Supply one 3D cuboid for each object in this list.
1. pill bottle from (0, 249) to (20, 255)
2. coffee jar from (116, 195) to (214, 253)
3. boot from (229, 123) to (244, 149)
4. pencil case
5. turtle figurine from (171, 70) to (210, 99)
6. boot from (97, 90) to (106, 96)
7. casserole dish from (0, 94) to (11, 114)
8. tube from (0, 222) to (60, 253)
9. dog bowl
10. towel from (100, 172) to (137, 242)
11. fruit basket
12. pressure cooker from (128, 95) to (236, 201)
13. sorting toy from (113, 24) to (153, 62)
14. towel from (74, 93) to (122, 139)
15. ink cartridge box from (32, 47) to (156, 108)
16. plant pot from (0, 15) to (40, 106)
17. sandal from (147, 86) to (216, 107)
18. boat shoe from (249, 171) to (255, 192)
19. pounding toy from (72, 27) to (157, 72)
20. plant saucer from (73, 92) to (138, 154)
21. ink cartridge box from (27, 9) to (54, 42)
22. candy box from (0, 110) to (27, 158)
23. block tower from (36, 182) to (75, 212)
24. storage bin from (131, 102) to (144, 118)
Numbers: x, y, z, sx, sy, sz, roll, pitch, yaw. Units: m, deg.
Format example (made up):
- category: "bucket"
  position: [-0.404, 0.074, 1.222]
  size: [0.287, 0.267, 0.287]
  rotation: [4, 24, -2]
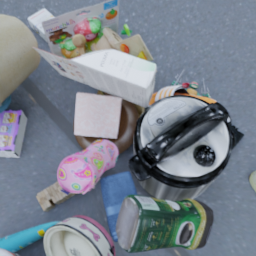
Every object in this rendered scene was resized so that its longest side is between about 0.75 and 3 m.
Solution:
- category: "pill bottle"
  position: [-2.719, 3.499, 6.038]
  size: [1.482, 2.602, 1.482]
  rotation: [2, 61, -4]
- category: "coffee jar"
  position: [0.763, 1.858, 5.461]
  size: [1.880, 0.802, 0.980]
  rotation: [12, 99, -28]
- category: "boot"
  position: [3.274, 0.253, 8.968]
  size: [0.658, 0.297, 0.803]
  rotation: [39, 63, 15]
- category: "pencil case"
  position: [-0.830, 0.819, 6.278]
  size: [0.858, 1.963, 0.858]
  rotation: [2, 99, 12]
- category: "turtle figurine"
  position: [2.053, -0.995, 9.272]
  size: [1.299, 0.874, 1.736]
  rotation: [12, 79, 21]
- category: "boot"
  position: [-1.034, -0.576, 8.430]
  size: [1.020, 0.337, 0.893]
  rotation: [-33, 66, 5]
- category: "casserole dish"
  position: [-4.802, -0.608, 8.600]
  size: [1.636, 0.524, 2.701]
  rotation: [39, 69, 20]
- category: "tube"
  position: [-2.617, 2.853, 7.361]
  size: [1.925, 0.745, 0.485]
  rotation: [-22, 77, -7]
- category: "dog bowl"
  position: [-0.968, 2.560, 5.845]
  size: [1.600, 1.600, 0.590]
  rotation: [33, 32, 15]
- category: "towel"
  position: [-0.134, 1.726, 6.212]
  size: [0.785, 0.341, 1.407]
  rotation: [-9, 67, -14]
- category: "fruit basket"
  position: [-1.380, -2.914, 9.239]
  size: [2.448, 2.643, 1.239]
  rotation: [-23, 80, -12]
- category: "pressure cooker"
  position: [1.376, 0.523, 7.417]
  size: [2.535, 2.838, 2.496]
  rotation: [12, 65, 6]
- category: "sorting toy"
  position: [0.030, -2.011, 6.953]
  size: [0.839, 1.135, 0.167]
  rotation: [-6, 46, 37]
- category: "towel"
  position: [-0.880, -0.340, 8.093]
  size: [1.305, 0.210, 1.247]
  rotation: [6, 102, 0]
- category: "ink cartridge box"
  position: [-0.692, -1.463, 7.259]
  size: [2.803, 2.255, 0.702]
  rotation: [23, 85, 6]
- category: "plant pot"
  position: [-3.898, -1.831, 7.663]
  size: [2.737, 2.737, 2.506]
  rotation: [24, 46, 11]
- category: "sandal"
  position: [1.602, -0.946, 8.551]
  size: [2.283, 0.654, 0.875]
  rotation: [9, 52, 28]
- category: "boat shoe"
  position: [4.284, 2.061, 7.857]
  size: [0.773, 0.693, 2.088]
  rotation: [-31, 68, -14]
- category: "pounding toy"
  position: [-0.565, -2.059, 8.940]
  size: [2.745, 1.575, 1.570]
  rotation: [35, 21, -19]
- category: "plant saucer"
  position: [-0.730, -0.169, 8.650]
  size: [2.126, 0.389, 2.126]
  rotation: [-2, 77, 7]
- category: "ink cartridge box"
  position: [-3.204, -4.000, 10.936]
  size: [0.850, 0.493, 1.152]
  rotation: [-39, 68, -17]
- category: "candy box"
  position: [-4.210, 0.176, 8.830]
  size: [1.684, 0.602, 1.413]
  rotation: [1, 64, 0]
- category: "block tower"
  position: [-1.682, 1.683, 8.060]
  size: [1.873, 0.506, 0.542]
  rotation: [-33, 73, -9]
- category: "storage bin"
  position: [-0.410, -0.333, 9.042]
  size: [1.439, 0.679, 1.449]
  rotation: [29, 67, 14]
